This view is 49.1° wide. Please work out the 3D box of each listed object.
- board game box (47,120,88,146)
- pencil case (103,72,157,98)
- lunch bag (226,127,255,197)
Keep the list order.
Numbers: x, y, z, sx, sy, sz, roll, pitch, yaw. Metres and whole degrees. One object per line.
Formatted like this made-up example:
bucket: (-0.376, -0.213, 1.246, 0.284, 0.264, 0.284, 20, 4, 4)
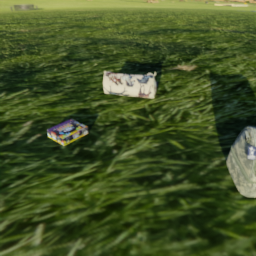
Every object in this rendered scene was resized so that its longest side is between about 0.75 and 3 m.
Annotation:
board game box: (-2.148, 0.137, 9.983, 0.920, 0.316, 1.113, 23, 37, 33)
pencil case: (0.034, -2.046, 13.002, 2.586, 1.157, 1.006, 7, -11, 12)
lunch bag: (3.812, 0.729, 7.240, 2.124, 1.781, 1.480, -1, 41, -4)
